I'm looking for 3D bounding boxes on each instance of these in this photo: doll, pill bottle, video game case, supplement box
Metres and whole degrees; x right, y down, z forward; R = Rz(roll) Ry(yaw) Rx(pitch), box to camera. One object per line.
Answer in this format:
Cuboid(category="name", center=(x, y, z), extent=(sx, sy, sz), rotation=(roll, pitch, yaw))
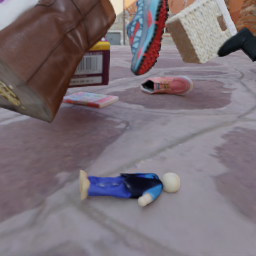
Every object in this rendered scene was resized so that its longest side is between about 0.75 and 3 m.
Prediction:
Cuboid(category="doll", center=(0.076, 1.024, 4.948), extent=(1.803, 0.437, 1.230), rotation=(2, 11, -15))
Cuboid(category="pill bottle", center=(-2.559, -2.439, 5.967), extent=(1.672, 1.672, 2.978), rotation=(-18, 50, -41))
Cuboid(category="video game case", center=(-1.571, -1.173, 11.497), extent=(1.935, 0.169, 1.384), rotation=(10, 22, 26))
Cuboid(category="supplement box", center=(-1.725, -2.421, 8.481), extent=(1.616, 1.254, 2.929), rotation=(-7, 38, -19))

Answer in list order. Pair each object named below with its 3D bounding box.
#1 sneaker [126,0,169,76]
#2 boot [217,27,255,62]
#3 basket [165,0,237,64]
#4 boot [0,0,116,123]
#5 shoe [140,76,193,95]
Cuboid(category="sneaker", center=(0.370, -2.363, 7.245), extent=(0.952, 1.993, 0.790), rotation=(22, 11, 31))
Cuboid(category="boot", center=(3.385, -2.296, 8.181), extent=(1.003, 1.224, 0.453), rotation=(53, 5, 28))
Cuboid(category="basket", center=(2.457, -3.246, 9.469), extent=(1.494, 1.841, 1.857), rotation=(-31, 18, 0))
Cuboid(category="boot", center=(-1.320, -1.637, 3.721), extent=(0.831, 2.412, 2.588), rotation=(-9, 43, 42))
Cuboid(category="shoe", center=(1.669, -1.866, 12.573), extent=(1.060, 0.832, 2.330), rotation=(-19, 22, -40))
